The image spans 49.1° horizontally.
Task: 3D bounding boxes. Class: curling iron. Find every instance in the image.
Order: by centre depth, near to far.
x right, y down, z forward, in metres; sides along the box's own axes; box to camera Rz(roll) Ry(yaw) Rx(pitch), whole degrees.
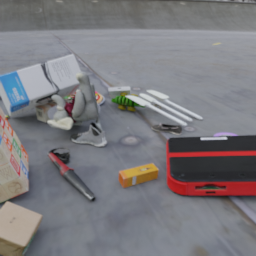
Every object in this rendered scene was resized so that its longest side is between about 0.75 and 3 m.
[{"bbox_3d":[-1.458,1.103,7.217,0.621,0.320,2.505,-14,27,-29],"label":"curling iron"}]

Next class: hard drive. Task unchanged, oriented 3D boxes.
[{"bbox_3d":[-0.333,-1.462,12.105,0.901,0.182,1.365,-3,-12,2],"label":"hard drive"}]

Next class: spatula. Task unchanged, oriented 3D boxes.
[{"bbox_3d":[1.467,-0.848,10.878,2.711,0.218,1.885,30,27,31],"label":"spatula"}]

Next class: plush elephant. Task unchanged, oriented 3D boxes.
[{"bbox_3d":[-1.863,-0.625,9.457,1.611,2.081,1.714,-12,0,0],"label":"plush elephant"}]

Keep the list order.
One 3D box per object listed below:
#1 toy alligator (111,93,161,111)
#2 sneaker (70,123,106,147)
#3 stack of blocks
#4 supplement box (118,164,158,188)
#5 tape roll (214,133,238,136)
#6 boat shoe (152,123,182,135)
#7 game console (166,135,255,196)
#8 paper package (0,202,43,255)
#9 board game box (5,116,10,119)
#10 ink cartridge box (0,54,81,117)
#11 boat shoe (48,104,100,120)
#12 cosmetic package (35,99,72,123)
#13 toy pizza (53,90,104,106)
[{"bbox_3d":[0.222,-1.028,11.310,2.215,0.657,0.601,11,-2,23],"label":"toy alligator"},{"bbox_3d":[-1.264,0.139,8.865,1.255,0.725,0.471,8,25,17],"label":"sneaker"},{"bbox_3d":[-3.293,0.027,6.255,0.869,2.968,1.709,-23,29,-9],"label":"stack of blocks"},{"bbox_3d":[0.265,1.187,7.023,0.978,0.337,0.326,-12,32,-22],"label":"supplement box"},{"bbox_3d":[3.085,0.469,8.661,0.910,0.299,0.910,0,25,0],"label":"tape roll"},{"bbox_3d":[1.355,-0.031,9.744,1.091,0.311,0.365,11,26,23],"label":"boat shoe"},{"bbox_3d":[2.389,0.886,7.336,2.748,0.427,2.430,-2,24,8],"label":"game console"},{"bbox_3d":[-2.106,1.867,5.138,0.781,0.424,0.820,22,23,-3],"label":"paper package"},{"bbox_3d":[-4.946,-0.250,10.489,0.527,0.118,1.006,2,24,10],"label":"board game box"},{"bbox_3d":[-3.282,-1.566,10.575,2.774,1.161,2.012,-25,2,-25],"label":"ink cartridge box"},{"bbox_3d":[-2.073,-0.588,10.713,1.990,0.717,0.706,-7,8,-22],"label":"boat shoe"},{"bbox_3d":[-2.849,-0.688,10.877,0.660,0.557,1.277,15,28,41],"label":"cosmetic package"},{"bbox_3d":[-2.272,-1.353,12.587,2.422,0.384,2.422,0,24,0],"label":"toy pizza"}]
